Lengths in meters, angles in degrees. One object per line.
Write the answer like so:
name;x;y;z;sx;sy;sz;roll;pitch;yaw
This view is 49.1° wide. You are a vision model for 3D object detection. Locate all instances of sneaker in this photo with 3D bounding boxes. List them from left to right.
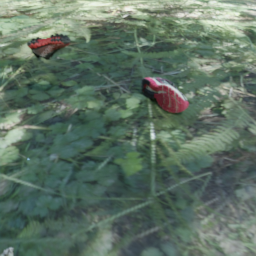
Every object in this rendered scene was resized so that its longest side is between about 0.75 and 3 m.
sneaker;-2.988;-3.111;10.866;1.783;0.871;0.630;-4;37;16
sneaker;1.577;-1.513;11.474;0.981;1.059;2.627;-16;37;-25

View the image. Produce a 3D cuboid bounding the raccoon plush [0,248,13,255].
raccoon plush;-2.794;2.715;5.078;1.984;1.329;0.960;4;35;6
